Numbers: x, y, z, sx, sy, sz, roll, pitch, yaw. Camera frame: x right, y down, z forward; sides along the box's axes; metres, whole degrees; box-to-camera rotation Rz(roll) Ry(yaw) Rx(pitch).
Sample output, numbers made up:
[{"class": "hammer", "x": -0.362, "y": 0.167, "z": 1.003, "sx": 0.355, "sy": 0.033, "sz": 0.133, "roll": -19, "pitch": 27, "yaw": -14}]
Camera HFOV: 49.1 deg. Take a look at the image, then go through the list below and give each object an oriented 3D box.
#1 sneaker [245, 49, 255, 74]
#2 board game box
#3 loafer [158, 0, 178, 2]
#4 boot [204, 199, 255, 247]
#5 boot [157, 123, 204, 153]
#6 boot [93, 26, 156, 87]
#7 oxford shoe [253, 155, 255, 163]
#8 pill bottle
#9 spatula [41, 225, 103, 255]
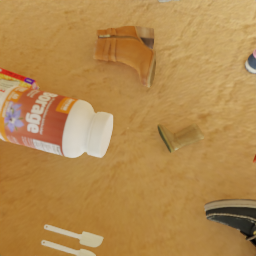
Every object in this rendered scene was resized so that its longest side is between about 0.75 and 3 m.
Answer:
[{"class": "sneaker", "x": 4.814, "y": -2.259, "z": 8.653, "sx": 2.185, "sy": 0.896, "sz": 0.766, "roll": -14, "pitch": 66, "yaw": -7}, {"class": "board game box", "x": -3.720, "y": -0.803, "z": 8.225, "sx": 1.384, "sy": 0.423, "sz": 1.827, "roll": 19, "pitch": 66, "yaw": 9}, {"class": "loafer", "x": 1.678, "y": -4.894, "z": 10.186, "sx": 1.205, "sy": 0.379, "sz": 0.433, "roll": -15, "pitch": 66, "yaw": -7}, {"class": "boot", "x": 3.116, "y": 2.892, "z": 6.161, "sx": 2.973, "sy": 1.088, "sz": 2.238, "roll": 14, "pitch": 65, "yaw": 0}, {"class": "boot", "x": 1.453, "y": 0.122, "z": 7.859, "sx": 1.041, "sy": 0.344, "sz": 0.911, "roll": -25, "pitch": 80, "yaw": -10}, {"class": "boot", "x": -0.126, "y": -2.212, "z": 8.672, "sx": 1.905, "sy": 0.907, "sz": 2.463, "roll": 0, "pitch": 53, "yaw": -1}, {"class": "oxford shoe", "x": 3.464, "y": 0.696, "z": 6.955, "sx": 0.396, "sy": 1.092, "sz": 0.389, "roll": 28, "pitch": 69, "yaw": 9}, {"class": "pill bottle", "x": -1.841, "y": -0.105, "z": 7.298, "sx": 2.711, "sy": 1.521, "sz": 1.521, "roll": 13, "pitch": 65, "yaw": 6}, {"class": "spatula", "x": -1.446, "y": 2.918, "z": 6.647, "sx": 1.480, "sy": 0.119, "sz": 1.029, "roll": 13, "pitch": 66, "yaw": 6}]
